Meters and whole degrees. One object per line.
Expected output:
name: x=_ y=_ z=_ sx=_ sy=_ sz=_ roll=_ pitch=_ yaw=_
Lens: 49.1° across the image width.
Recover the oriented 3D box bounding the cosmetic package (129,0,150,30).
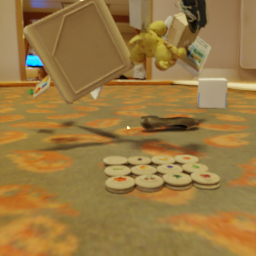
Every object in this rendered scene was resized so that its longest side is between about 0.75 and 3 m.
cosmetic package: x=0.325 y=-3.390 z=7.949 sx=0.388 sy=1.049 sz=0.533 roll=-30 pitch=49 yaw=-26

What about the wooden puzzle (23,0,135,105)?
wooden puzzle: x=-1.349 y=-2.338 z=8.343 sx=2.619 sy=2.423 sz=0.488 roll=-34 pitch=17 yaw=-18

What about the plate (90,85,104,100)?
plate: x=-1.134 y=-2.525 z=10.045 sx=0.361 sy=2.228 sz=2.233 roll=-3 pitch=45 yaw=-39

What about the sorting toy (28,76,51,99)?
sorting toy: x=-3.350 y=-1.467 z=10.439 sx=1.147 sy=0.169 sz=0.848 roll=-31 pitch=41 yaw=18

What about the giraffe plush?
giraffe plush: x=0.926 y=-2.256 z=8.174 sx=1.345 sy=1.431 sz=1.658 roll=44 pitch=2 yaw=10

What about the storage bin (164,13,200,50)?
storage bin: x=2.140 y=-3.700 z=10.783 sx=1.339 sy=1.329 sz=0.627 roll=-32 pitch=67 yaw=-34

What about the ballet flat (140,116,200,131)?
ballet flat: x=1.658 y=-0.124 z=10.934 sx=2.452 sy=0.568 sz=0.826 roll=2 pitch=-13 yaw=-17

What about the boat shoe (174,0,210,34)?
boat shoe: x=1.692 y=-3.196 z=7.464 sx=0.712 sy=0.588 sz=1.902 roll=48 pitch=9 yaw=22

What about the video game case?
video game case: x=2.288 y=-3.462 z=11.781 sx=2.343 sy=0.278 sz=2.133 roll=35 pitch=53 yaw=-7

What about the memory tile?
memory tile: x=0.658 y=0.982 z=6.450 sx=2.440 sy=0.205 sz=1.870 roll=-2 pitch=12 yaw=-6

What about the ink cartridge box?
ink cartridge box: x=5.221 y=-2.225 z=17.605 sx=1.641 sy=1.685 sz=2.621 roll=2 pitch=12 yaw=12
